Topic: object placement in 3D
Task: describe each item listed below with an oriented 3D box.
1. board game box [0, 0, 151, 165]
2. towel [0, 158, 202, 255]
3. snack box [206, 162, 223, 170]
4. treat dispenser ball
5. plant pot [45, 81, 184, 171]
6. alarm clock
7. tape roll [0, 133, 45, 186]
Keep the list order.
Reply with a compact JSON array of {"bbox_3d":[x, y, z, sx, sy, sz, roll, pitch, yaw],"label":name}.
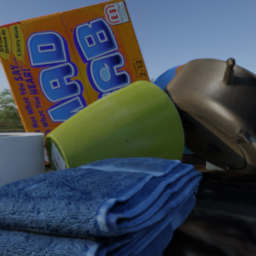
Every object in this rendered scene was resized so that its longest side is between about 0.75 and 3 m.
[{"bbox_3d":[-1.291,-1.034,7.133,2.855,2.854,2.857,-20,6,-14],"label":"board game box"},{"bbox_3d":[-0.202,0.571,2.252,1.252,0.544,2.242,0,1,23],"label":"towel"},{"bbox_3d":[2.969,0.616,5.148,2.884,0.351,1.037,0,1,21],"label":"snack box"},{"bbox_3d":[1.764,-0.540,8.130,2.595,2.595,2.595,0,1,0],"label":"treat dispenser ball"},{"bbox_3d":[-0.283,0.221,4.000,1.578,1.476,1.476,-20,12,-32],"label":"plant pot"},{"bbox_3d":[1.283,-0.063,4.557,1.892,0.934,2.806,42,-11,-8],"label":"alarm clock"},{"bbox_3d":[-1.659,0.452,3.724,1.068,0.733,1.068,0,1,0],"label":"tape roll"}]
